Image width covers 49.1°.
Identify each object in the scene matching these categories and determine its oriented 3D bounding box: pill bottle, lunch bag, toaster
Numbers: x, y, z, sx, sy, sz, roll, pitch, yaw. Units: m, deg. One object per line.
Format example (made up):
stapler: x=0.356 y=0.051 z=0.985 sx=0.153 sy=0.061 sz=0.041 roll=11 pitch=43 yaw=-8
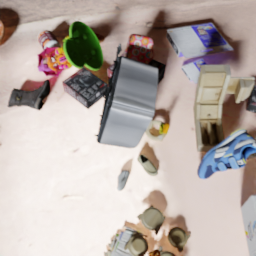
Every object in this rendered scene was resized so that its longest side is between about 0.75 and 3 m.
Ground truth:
pill bottle: x=-3.658 y=-3.894 z=13.190 sx=0.827 sy=0.827 sz=1.448 roll=-25 pitch=56 yaw=-16
lunch bag: x=0.484 y=-3.062 z=11.323 sx=1.157 sy=1.313 sz=0.538 roll=10 pitch=24 yaw=-12
toaster: x=-0.061 y=-0.970 z=9.986 sx=1.635 sy=2.755 sz=2.491 roll=13 pitch=52 yaw=-7

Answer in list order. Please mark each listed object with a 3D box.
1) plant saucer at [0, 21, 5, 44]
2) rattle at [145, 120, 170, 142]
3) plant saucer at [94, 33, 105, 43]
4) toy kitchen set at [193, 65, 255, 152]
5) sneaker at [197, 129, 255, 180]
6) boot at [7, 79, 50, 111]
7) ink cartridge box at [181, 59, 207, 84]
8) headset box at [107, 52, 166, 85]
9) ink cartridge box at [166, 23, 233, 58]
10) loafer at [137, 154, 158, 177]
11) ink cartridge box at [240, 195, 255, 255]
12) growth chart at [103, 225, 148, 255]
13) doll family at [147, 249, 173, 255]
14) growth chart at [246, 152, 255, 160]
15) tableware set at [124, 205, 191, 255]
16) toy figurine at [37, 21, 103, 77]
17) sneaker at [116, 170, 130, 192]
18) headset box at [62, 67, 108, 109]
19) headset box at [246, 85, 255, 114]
plant saucer: x=-7.386 y=-4.537 z=13.771 sx=2.619 sy=0.423 sz=2.619 roll=1 pitch=62 yaw=-1
rattle: x=0.850 y=-0.073 z=10.603 sx=1.343 sy=0.959 sz=0.874 roll=33 pitch=92 yaw=11
plant saucer: x=-1.903 y=-4.352 z=13.615 sx=1.507 sy=0.243 sz=1.507 roll=7 pitch=32 yaw=-5
toy kitchen set: x=3.520 y=-0.659 z=9.997 sx=1.978 sy=2.425 sz=2.188 roll=0 pitch=56 yaw=6
sneaker: x=3.314 y=1.024 z=9.353 sx=2.280 sy=0.843 sz=0.938 roll=-42 pitch=48 yaw=6
boot: x=-4.173 y=-1.476 z=11.751 sx=1.460 sy=0.581 sz=1.677 roll=12 pitch=60 yaw=7
ink cartridge box: x=3.148 y=-2.500 z=12.611 sx=1.106 sy=0.242 sz=1.116 roll=-22 pitch=63 yaw=-12
headset box: x=0.271 y=-2.416 z=12.222 sx=2.194 sy=0.847 sz=1.633 roll=27 pitch=59 yaw=18
ink cartridge box: x=3.354 y=-4.049 z=13.409 sx=2.413 sy=0.529 sz=2.436 roll=-11 pitch=50 yaw=-8
loafer: x=0.675 y=1.326 z=10.012 sx=0.376 sy=0.339 sz=0.993 roll=-37 pitch=63 yaw=-22
ink cartridge box: x=4.309 y=3.082 z=8.144 sx=1.426 sy=1.401 sz=1.937 roll=-1 pitch=57 yaw=4
growth chart: x=-0.127 y=3.670 z=8.571 sx=0.978 sy=0.120 sz=1.351 roll=25 pitch=60 yaw=16
doll family: x=0.939 y=3.945 z=7.811 sx=1.561 sy=0.704 sz=0.969 roll=22 pitch=34 yaw=23
growth chart: x=4.626 y=0.865 z=10.485 sx=0.956 sy=0.085 sz=0.691 roll=-13 pitch=56 yaw=-9
tableware set: x=0.940 y=3.467 z=8.591 sx=1.946 sy=0.226 sz=1.625 roll=32 pitch=62 yaw=14
toy figurine: x=-2.716 y=-2.771 z=11.386 sx=2.494 sy=2.034 sz=2.710 roll=-17 pitch=24 yaw=27
sneaker: x=-0.236 y=1.823 z=9.690 sx=0.345 sy=0.328 sz=0.858 roll=6 pitch=44 yaw=24
headset box: x=-1.863 y=-1.748 z=11.875 sx=1.673 sy=0.646 sz=1.245 roll=36 pitch=62 yaw=21
headset box: x=5.453 y=-1.064 z=11.536 sx=0.927 sy=0.481 sz=1.246 roll=18 pitch=59 yaw=11
